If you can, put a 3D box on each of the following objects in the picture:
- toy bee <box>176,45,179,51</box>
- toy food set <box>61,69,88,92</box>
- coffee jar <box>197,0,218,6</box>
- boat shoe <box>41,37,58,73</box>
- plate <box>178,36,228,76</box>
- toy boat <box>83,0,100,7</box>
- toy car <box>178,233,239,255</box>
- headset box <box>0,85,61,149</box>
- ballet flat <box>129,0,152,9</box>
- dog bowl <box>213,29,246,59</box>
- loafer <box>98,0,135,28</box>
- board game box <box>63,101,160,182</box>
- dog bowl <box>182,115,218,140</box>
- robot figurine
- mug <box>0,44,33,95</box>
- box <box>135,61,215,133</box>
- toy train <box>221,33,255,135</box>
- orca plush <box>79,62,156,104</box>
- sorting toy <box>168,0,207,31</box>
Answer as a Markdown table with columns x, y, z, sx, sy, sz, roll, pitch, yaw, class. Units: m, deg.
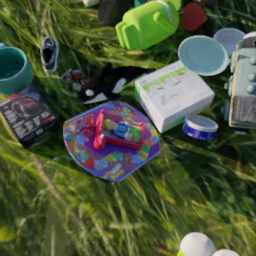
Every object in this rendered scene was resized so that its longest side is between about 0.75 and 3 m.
| x | y | z | sx | sy | sz | roll | pitch | yaw | class |
| --- | --- | --- | --- | --- | --- | --- | --- | --- | --- |
| 2.308 | -2.837 | 10.122 | 0.955 | 0.519 | 0.625 | 37 | 111 | 18 | toy bee |
| -1.799 | -1.716 | 9.783 | 1.092 | 0.172 | 0.694 | 33 | 66 | 16 | toy food set |
| 2.594 | -6.190 | 11.510 | 2.780 | 1.450 | 1.186 | 33 | 67 | 18 | coffee jar |
| -2.889 | -2.780 | 10.144 | 0.584 | 0.552 | 1.628 | -4 | 62 | -2 | boat shoe |
| 2.203 | -2.125 | 8.210 | 1.472 | 1.472 | 0.188 | 22 | 63 | 11 | plate |
| -1.576 | -5.454 | 11.752 | 0.724 | 0.400 | 0.861 | -27 | 72 | -9 | toy boat |
| 2.012 | 3.281 | 6.269 | 1.396 | 1.629 | 1.861 | -4 | 12 | -37 | toy car |
| -3.151 | -0.429 | 8.795 | 1.315 | 0.663 | 1.769 | -34 | 66 | -17 | headset box |
| 0.347 | -5.218 | 11.327 | 2.251 | 0.766 | 0.757 | 26 | 69 | 9 | ballet flat |
| 3.728 | -3.008 | 10.295 | 1.309 | 0.516 | 1.309 | 0 | 62 | 0 | dog bowl |
| -0.214 | -5.173 | 10.658 | 1.085 | 1.061 | 2.973 | 28 | 97 | 38 | loafer |
| -0.296 | 0.110 | 7.971 | 2.919 | 0.568 | 2.306 | -30 | 69 | -38 | board game box |
| 2.156 | -0.025 | 8.437 | 0.981 | 0.386 | 0.981 | 10 | 24 | -5 | dog bowl |
| 0.789 | -3.758 | 10.186 | 2.416 | 1.398 | 2.120 | -30 | 34 | -14 | robot figurine |
| -3.894 | -1.924 | 9.397 | 1.398 | 1.052 | 1.702 | 8 | 61 | 5 | mug |
| 1.446 | -1.060 | 8.991 | 1.906 | 0.922 | 1.682 | -27 | 65 | -14 | box |
| 3.533 | -1.262 | 8.228 | 1.254 | 1.677 | 2.942 | 7 | 91 | 13 | toy train |
| -0.402 | -1.660 | 9.080 | 2.638 | 0.938 | 1.388 | -13 | 47 | 3 | orca plush |
| 2.180 | -5.010 | 11.376 | 1.025 | 1.032 | 2.977 | -13 | 55 | -41 | sorting toy |
